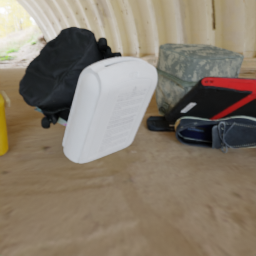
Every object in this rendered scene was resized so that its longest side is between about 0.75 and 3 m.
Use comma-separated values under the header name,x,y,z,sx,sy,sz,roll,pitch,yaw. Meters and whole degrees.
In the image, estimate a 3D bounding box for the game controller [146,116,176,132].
name,x,y,z,sx,sy,sz,roll,pitch,yaw
game controller,1.338,-0.119,8.485,1.563,0.329,0.815,-1,35,-1

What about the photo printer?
name,x,y,z,sx,sy,sz,roll,pitch,yaw
photo printer,-0.348,-0.432,5.923,0.769,2.214,1.842,40,37,27

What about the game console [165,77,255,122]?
name,x,y,z,sx,sy,sz,roll,pitch,yaw
game console,2.330,-0.531,6.526,2.395,0.420,2.708,6,-14,-6

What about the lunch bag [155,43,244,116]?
name,x,y,z,sx,sy,sz,roll,pitch,yaw
lunch bag,2.368,-1.555,9.759,2.826,2.370,1.969,-11,34,-33

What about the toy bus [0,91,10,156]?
name,x,y,z,sx,sy,sz,roll,pitch,yaw
toy bus,-3.032,-0.416,5.612,1.189,2.171,2.301,-17,3,-35

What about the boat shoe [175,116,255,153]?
name,x,y,z,sx,sy,sz,roll,pitch,yaw
boat shoe,2.140,0.161,6.524,2.211,0.825,0.688,5,27,22

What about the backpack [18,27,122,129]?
name,x,y,z,sx,sy,sz,roll,pitch,yaw
backpack,-1.116,-0.980,6.932,1.728,2.278,2.729,45,1,26
